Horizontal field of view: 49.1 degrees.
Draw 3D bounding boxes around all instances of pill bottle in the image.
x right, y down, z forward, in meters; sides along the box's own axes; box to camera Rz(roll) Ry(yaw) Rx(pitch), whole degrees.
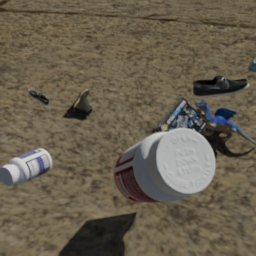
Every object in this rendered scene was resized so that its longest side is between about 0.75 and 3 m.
[{"bbox_3d":[-2.403,0.940,6.575,0.627,0.627,1.129,26,25,22],"label":"pill bottle"},{"bbox_3d":[0.733,1.016,6.911,1.619,2.955,1.619,5,75,-17],"label":"pill bottle"}]

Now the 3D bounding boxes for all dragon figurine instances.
[{"bbox_3d":[3.953,-0.249,11.621,2.940,0.865,1.461,15,50,14],"label":"dragon figurine"}]

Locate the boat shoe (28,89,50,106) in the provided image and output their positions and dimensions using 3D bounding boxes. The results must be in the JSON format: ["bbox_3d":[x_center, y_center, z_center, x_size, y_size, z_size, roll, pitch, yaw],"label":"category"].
[{"bbox_3d":[-3.289,-1.184,10.368,0.901,0.287,0.319,33,49,-5],"label":"boat shoe"}]

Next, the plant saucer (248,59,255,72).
[{"bbox_3d":[4.192,-2.052,8.699,0.946,0.182,0.946,-23,28,13],"label":"plant saucer"}]

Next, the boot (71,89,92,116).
[{"bbox_3d":[-1.878,-1.133,12.750,0.890,0.499,1.287,22,64,13],"label":"boot"}]

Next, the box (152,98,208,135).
[{"bbox_3d":[1.704,-0.014,9.035,1.257,0.364,1.581,45,64,-7],"label":"box"}]

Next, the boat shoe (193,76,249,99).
[{"bbox_3d":[2.722,-1.259,8.221,1.629,0.551,0.585,-8,27,5],"label":"boat shoe"}]
